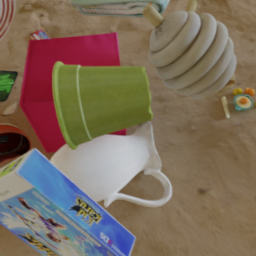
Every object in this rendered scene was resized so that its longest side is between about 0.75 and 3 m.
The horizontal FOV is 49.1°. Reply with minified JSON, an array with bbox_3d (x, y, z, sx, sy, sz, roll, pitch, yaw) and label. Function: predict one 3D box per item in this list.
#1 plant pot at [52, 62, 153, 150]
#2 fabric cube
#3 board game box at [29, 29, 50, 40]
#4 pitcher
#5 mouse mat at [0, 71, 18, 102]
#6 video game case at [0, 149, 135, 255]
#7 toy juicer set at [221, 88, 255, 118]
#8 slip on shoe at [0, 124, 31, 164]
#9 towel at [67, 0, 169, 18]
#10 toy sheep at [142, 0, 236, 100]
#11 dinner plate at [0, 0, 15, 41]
[{"bbox_3d":[-0.369,-0.499,5.032,1.515,1.596,1.596,-9,56,3],"label":"plant pot"},{"bbox_3d":[-1.377,-0.939,8.092,2.469,2.477,2.430,-6,57,-2],"label":"fabric cube"},{"bbox_3d":[-3.457,-3.561,11.243,0.556,0.105,1.079,-34,63,-19],"label":"board game box"},{"bbox_3d":[-0.376,1.210,7.274,2.774,1.681,2.380,-17,68,-23],"label":"pitcher"},{"bbox_3d":[-4.963,-1.537,9.924,1.798,0.068,1.446,5,56,2],"label":"mouse mat"},{"bbox_3d":[-1.244,1.400,4.343,2.066,1.873,0.470,47,44,-19],"label":"video game case"},{"bbox_3d":[3.725,-0.965,9.326,1.507,0.410,0.958,-18,58,-11],"label":"toy juicer set"},{"bbox_3d":[-2.391,0.291,4.256,0.639,2.088,0.774,16,101,30],"label":"slip on shoe"},{"bbox_3d":[-0.032,-4.259,7.678,2.986,0.719,2.556,13,75,24],"label":"towel"},{"bbox_3d":[1.440,-1.771,6.531,2.931,2.021,2.021,33,55,-21],"label":"toy sheep"},{"bbox_3d":[-3.892,-2.870,7.169,0.286,2.356,2.356,37,63,9],"label":"dinner plate"}]
